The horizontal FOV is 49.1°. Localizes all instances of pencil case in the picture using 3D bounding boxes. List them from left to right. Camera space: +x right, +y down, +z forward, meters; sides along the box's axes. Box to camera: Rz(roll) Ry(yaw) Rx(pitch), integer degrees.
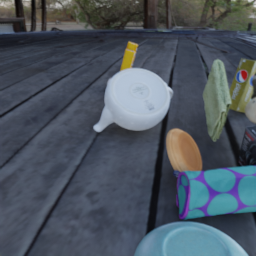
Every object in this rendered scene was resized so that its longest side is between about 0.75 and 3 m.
[{"bbox_3d":[2.264,1.371,6.109,2.456,1.135,1.045,-2,70,-7],"label":"pencil case"}]

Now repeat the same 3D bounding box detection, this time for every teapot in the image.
[{"bbox_3d":[0.275,-0.792,9.742,2.355,1.720,2.325,17,58,1],"label":"teapot"}]

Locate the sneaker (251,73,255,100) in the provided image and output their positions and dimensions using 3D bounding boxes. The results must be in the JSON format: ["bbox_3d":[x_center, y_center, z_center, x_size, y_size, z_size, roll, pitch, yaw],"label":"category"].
[{"bbox_3d":[4.241,-1.369,8.522,0.665,1.777,0.944,23,78,30],"label":"sneaker"}]

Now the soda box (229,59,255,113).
[{"bbox_3d":[4.451,-1.610,10.821,0.627,1.957,0.663,6,17,-35],"label":"soda box"}]

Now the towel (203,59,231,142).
[{"bbox_3d":[2.749,-0.896,8.837,0.417,1.694,2.283,5,51,4],"label":"towel"}]

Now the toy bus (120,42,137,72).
[{"bbox_3d":[0.019,-2.877,11.634,0.411,1.264,0.495,19,31,3],"label":"toy bus"}]

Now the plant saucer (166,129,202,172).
[{"bbox_3d":[1.450,0.662,6.988,0.264,1.413,1.413,-25,9,34],"label":"plant saucer"}]

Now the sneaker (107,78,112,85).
[{"bbox_3d":[-0.210,-2.437,14.869,0.893,0.798,2.236,16,34,21],"label":"sneaker"}]

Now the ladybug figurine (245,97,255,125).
[{"bbox_3d":[4.006,-0.508,7.525,1.668,0.600,1.132,-5,55,-11],"label":"ladybug figurine"}]

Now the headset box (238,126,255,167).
[{"bbox_3d":[3.328,0.635,7.050,0.511,1.322,0.984,-9,35,-7],"label":"headset box"}]

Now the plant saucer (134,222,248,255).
[{"bbox_3d":[1.168,2.294,4.882,2.173,0.418,2.173,1,25,0],"label":"plant saucer"}]
